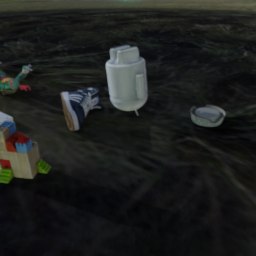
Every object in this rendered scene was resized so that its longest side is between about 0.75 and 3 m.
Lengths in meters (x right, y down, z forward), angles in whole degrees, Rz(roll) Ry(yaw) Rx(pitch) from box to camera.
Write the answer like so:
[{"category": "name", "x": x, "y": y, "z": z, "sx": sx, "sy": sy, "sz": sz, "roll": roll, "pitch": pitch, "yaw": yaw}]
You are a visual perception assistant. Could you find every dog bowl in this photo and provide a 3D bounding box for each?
[{"category": "dog bowl", "x": 2.991, "y": -0.454, "z": 10.630, "sx": 1.280, "sy": 0.375, "sz": 1.280, "roll": 0, "pitch": 28, "yaw": 0}]

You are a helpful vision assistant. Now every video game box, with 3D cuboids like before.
[{"category": "video game box", "x": -5.161, "y": -0.219, "z": 10.262, "sx": 1.394, "sy": 0.326, "sz": 1.270, "roll": 20, "pitch": 32, "yaw": 32}]

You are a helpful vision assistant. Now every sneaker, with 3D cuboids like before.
[{"category": "sneaker", "x": -1.690, "y": -0.814, "z": 10.670, "sx": 1.510, "sy": 0.976, "sz": 2.784, "roll": -10, "pitch": 28, "yaw": -14}]

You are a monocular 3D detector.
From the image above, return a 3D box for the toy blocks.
[{"category": "toy blocks", "x": -3.397, "y": 0.523, "z": 7.653, "sx": 2.271, "sy": 1.552, "sz": 1.135, "roll": 5, "pitch": 30, "yaw": 9}]

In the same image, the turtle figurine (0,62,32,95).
[{"category": "turtle figurine", "x": -5.610, "y": -2.192, "z": 12.776, "sx": 2.722, "sy": 1.371, "sz": 2.038, "roll": 5, "pitch": 11, "yaw": 41}]

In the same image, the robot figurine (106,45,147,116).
[{"category": "robot figurine", "x": -0.030, "y": -1.735, "z": 10.576, "sx": 1.457, "sy": 2.581, "sz": 2.189, "roll": -18, "pitch": 30, "yaw": -22}]
